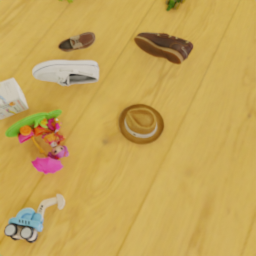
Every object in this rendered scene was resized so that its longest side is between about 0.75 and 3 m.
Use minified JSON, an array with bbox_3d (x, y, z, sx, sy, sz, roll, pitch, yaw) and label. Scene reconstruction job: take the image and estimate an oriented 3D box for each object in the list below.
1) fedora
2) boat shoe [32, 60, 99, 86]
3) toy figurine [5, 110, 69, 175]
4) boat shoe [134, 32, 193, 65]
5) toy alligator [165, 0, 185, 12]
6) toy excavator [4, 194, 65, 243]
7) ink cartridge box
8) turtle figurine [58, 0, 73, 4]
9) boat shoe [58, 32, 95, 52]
[{"bbox_3d":[0.484,-0.256,10.398,1.782,0.727,1.782,0,67,1],"label":"fedora"},{"bbox_3d":[-2.447,-2.093,11.024,2.607,0.959,0.852,-7,64,-2],"label":"boat shoe"},{"bbox_3d":[-2.855,0.616,9.921,2.163,1.624,1.991,-26,83,-36],"label":"toy figurine"},{"bbox_3d":[1.397,-3.341,11.253,2.636,0.928,0.927,34,80,33],"label":"boat shoe"},{"bbox_3d":[2.374,-6.110,12.919,0.652,0.473,1.968,35,72,13],"label":"toy alligator"},{"bbox_3d":[-3.011,2.877,9.159,1.562,0.802,1.606,9,59,2],"label":"toy excavator"},{"bbox_3d":[-4.672,-1.054,10.580,1.334,0.982,0.965,-23,70,-9],"label":"ink cartridge box"},{"bbox_3d":[-2.433,-6.716,12.989,2.478,0.798,1.998,23,70,9],"label":"turtle figurine"},{"bbox_3d":[-2.117,-3.462,11.436,1.673,0.601,0.634,-15,104,21],"label":"boat shoe"}]
